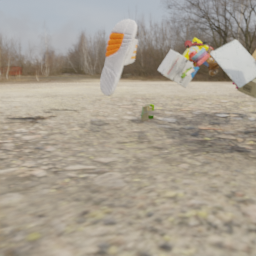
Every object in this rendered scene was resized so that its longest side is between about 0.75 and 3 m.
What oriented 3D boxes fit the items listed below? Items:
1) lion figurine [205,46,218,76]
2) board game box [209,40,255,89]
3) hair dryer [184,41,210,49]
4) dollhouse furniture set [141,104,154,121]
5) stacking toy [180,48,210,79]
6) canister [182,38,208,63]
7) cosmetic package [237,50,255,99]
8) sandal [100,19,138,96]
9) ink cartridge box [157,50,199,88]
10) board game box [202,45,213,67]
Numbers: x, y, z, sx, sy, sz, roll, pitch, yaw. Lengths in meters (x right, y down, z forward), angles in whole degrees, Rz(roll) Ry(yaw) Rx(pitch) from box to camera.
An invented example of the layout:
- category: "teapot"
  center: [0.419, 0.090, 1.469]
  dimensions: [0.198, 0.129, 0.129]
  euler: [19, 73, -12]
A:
- category: "lion figurine"
  center: [3.289, -2.649, 11.153]
  dimensions: [0.671, 1.096, 0.397]
  euler: [-37, 10, 26]
- category: "board game box"
  center: [3.936, -2.329, 10.195]
  dimensions: [1.604, 1.604, 0.208]
  euler: [-31, -12, -28]
- category: "hair dryer"
  center: [2.106, -2.681, 8.906]
  dimensions: [0.859, 0.233, 0.654]
  euler: [-25, 25, -30]
- category: "dollhouse furniture set"
  center: [0.846, -0.849, 15.005]
  dimensions: [0.612, 0.799, 1.220]
  euler: [9, 15, 31]
- category: "stacking toy"
  center: [1.599, -1.673, 7.114]
  dimensions: [0.817, 0.381, 0.903]
  euler: [-41, 3, 2]
- category: "canister"
  center: [2.774, -3.141, 11.772]
  dimensions: [0.749, 1.008, 0.436]
  euler: [45, 28, 17]
- category: "cosmetic package"
  center: [5.480, -2.600, 11.390]
  dimensions: [0.887, 2.495, 1.312]
  euler: [31, -10, 26]
- category: "sandal"
  center: [-0.259, -2.258, 9.213]
  dimensions: [0.963, 2.514, 0.720]
  euler: [34, 24, 33]
- category: "ink cartridge box"
  center: [1.891, -2.217, 10.581]
  dimensions: [1.282, 0.930, 0.537]
  euler: [21, 19, -37]
- category: "board game box"
  center: [3.678, -3.347, 13.032]
  dimensions: [0.121, 1.249, 0.643]
  euler: [-41, 58, -11]
